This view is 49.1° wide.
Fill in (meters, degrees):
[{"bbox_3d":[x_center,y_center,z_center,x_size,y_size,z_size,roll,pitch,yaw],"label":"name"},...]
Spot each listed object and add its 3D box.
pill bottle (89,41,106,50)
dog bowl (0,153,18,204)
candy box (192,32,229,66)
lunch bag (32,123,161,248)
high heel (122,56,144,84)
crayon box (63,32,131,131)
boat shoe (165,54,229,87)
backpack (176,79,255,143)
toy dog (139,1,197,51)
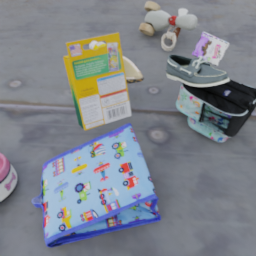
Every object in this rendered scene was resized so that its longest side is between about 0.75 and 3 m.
[{"bbox_3d":[-1.131,-3.286,11.904,0.653,0.653,1.173,-30,52,-26],"label":"pill bottle"},{"bbox_3d":[-3.841,1.283,7.155,1.845,0.680,1.845,0,32,0],"label":"dog bowl"},{"bbox_3d":[2.435,-2.337,8.295,0.841,0.706,0.301,26,26,6],"label":"candy box"},{"bbox_3d":[-0.952,1.475,6.960,2.945,1.385,2.217,-16,50,-3],"label":"lunch bag"},{"bbox_3d":[-0.175,-1.581,9.231,2.301,1.640,0.822,24,75,34],"label":"high heel"},{"bbox_3d":[-0.796,-1.230,7.394,1.433,2.279,0.588,-18,26,-21],"label":"crayon box"},{"bbox_3d":[1.885,-1.693,8.056,0.833,0.707,2.288,-22,27,-24],"label":"boat shoe"},{"bbox_3d":[2.648,-0.767,8.701,2.211,1.665,1.963,33,47,21],"label":"backpack"},{"bbox_3d":[1.865,-4.723,12.849,1.418,1.942,2.944,8,34,-52],"label":"toy dog"}]
